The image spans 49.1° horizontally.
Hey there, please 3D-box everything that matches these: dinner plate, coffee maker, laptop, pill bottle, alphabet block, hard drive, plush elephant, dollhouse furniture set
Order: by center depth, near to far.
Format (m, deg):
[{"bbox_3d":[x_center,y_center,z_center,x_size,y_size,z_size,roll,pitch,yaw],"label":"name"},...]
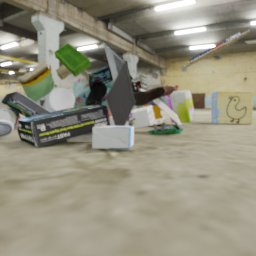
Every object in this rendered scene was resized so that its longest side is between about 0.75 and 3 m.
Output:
[{"bbox_3d":[-0.425,-1.009,7.275,1.003,1.620,1.730,-32,56,-13],"label":"laptop"},{"bbox_3d":[-4.766,-0.370,10.972,0.803,0.803,1.341,-1,5,-11],"label":"pill bottle"},{"bbox_3d":[-2.881,-1.890,11.417,2.606,1.308,1.707,-41,-18,-19],"label":"dollhouse furniture set"},{"bbox_3d":[-4.094,-0.744,11.564,1.925,0.521,2.755,36,-14,-27],"label":"hard drive"},{"bbox_3d":[-1.365,-1.360,11.670,0.738,1.095,1.052,-7,-40,28],"label":"coffee maker"},{"bbox_3d":[1.489,-0.983,12.446,2.477,0.300,2.477,39,8,-7],"label":"dinner plate"},{"bbox_3d":[-3.144,-0.976,12.638,1.272,1.272,2.234,-2,-9,-23],"label":"pill bottle"},{"bbox_3d":[0.505,-2.082,13.342,0.901,0.847,1.093,-40,-3,41],"label":"plush elephant"},{"bbox_3d":[5.145,-1.011,14.044,1.696,1.657,1.666,0,6,9],"label":"alphabet block"}]

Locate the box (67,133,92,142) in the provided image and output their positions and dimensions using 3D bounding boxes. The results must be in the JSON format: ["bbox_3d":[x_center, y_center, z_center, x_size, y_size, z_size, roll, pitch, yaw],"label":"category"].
[{"bbox_3d":[-0.908,0.224,7.192,1.101,0.200,0.795,1,5,10],"label":"box"}]

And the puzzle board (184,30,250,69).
[{"bbox_3d":[2.740,-2.498,9.002,1.950,0.170,1.470,-27,4,7],"label":"puzzle board"}]

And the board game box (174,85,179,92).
[{"bbox_3d":[2.325,-1.769,14.396,0.144,0.764,1.485,19,5,2],"label":"board game box"}]

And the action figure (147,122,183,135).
[{"bbox_3d":[1.361,0.008,9.004,0.885,0.410,1.498,-1,-1,36],"label":"action figure"}]

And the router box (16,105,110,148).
[{"bbox_3d":[-1.599,-0.107,6.817,1.878,0.583,1.407,-17,14,-32],"label":"router box"}]

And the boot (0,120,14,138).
[{"bbox_3d":[-3.684,0.129,7.174,1.409,0.512,0.636,-9,15,-19],"label":"boot"}]

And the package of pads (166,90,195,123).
[{"bbox_3d":[2.477,-0.980,13.200,1.183,1.532,0.522,1,22,45],"label":"package of pads"}]

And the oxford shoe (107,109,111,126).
[{"bbox_3d":[-1.483,-0.293,11.414,2.462,0.867,0.921,5,-16,39],"label":"oxford shoe"}]

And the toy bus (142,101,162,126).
[{"bbox_3d":[0.966,-0.735,12.512,0.928,1.313,1.368,-2,4,-11],"label":"toy bus"}]

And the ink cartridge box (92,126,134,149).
[{"bbox_3d":[-0.264,0.181,5.974,0.739,0.435,1.283,1,1,6],"label":"ink cartridge box"}]

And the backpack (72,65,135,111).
[{"bbox_3d":[-1.245,-1.548,13.806,2.903,2.186,2.578,-14,-28,21],"label":"backpack"}]

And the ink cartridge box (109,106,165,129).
[{"bbox_3d":[0.313,-0.326,9.284,1.651,0.560,0.951,-11,9,16],"label":"ink cartridge box"}]

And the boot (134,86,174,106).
[{"bbox_3d":[1.013,-1.362,11.578,1.621,0.559,1.739,-12,8,22],"label":"boot"}]
